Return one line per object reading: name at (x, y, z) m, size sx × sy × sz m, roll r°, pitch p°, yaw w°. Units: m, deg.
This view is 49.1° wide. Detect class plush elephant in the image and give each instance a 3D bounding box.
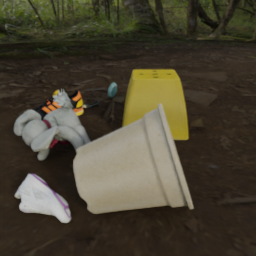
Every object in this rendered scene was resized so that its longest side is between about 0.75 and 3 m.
plush elephant at (-2.480, 0.212, 9.079) m, size 1.916 × 2.475 × 2.038 m, roll -30°, pitch 41°, yaw -19°

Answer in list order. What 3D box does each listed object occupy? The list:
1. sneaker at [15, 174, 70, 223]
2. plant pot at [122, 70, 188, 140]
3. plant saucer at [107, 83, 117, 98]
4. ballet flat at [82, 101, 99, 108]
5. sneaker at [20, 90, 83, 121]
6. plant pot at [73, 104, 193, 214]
sneaker at (-2.099, 1.886, 6.884) m, size 1.732 × 0.648 × 0.863 m, roll 30°, pitch 70°, yaw 32°
plant pot at (1.049, -1.087, 11.451) m, size 2.598 × 2.292 × 2.598 m, roll 0°, pitch 24°, yaw 2°
plant saucer at (-0.840, -2.046, 15.476) m, size 0.161 × 0.897 × 0.897 m, roll 22°, pitch 30°, yaw 20°
ballet flat at (-1.903, -1.183, 14.198) m, size 0.985 × 0.280 × 0.327 m, roll -19°, pitch 29°, yaw -36°
sneaker at (-3.425, -1.024, 12.559) m, size 2.841 × 1.278 × 0.994 m, roll -12°, pitch 26°, yaw -26°
plant pot at (0.063, 0.962, 6.714) m, size 2.311 × 2.525 × 2.525 m, roll -17°, pitch 22°, yaw 8°
